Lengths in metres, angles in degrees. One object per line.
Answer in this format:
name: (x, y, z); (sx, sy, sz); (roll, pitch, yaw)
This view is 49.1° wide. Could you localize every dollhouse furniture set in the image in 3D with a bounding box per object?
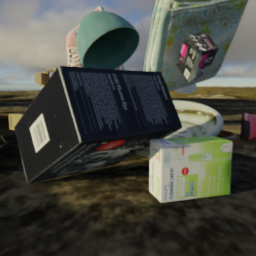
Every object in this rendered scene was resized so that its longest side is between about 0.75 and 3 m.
dollhouse furniture set: (-2.866, -0.995, 9.912); (2.519, 2.227, 1.400); (6, 9, 33)

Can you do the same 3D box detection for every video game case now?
video game case: (-1.313, -3.035, 11.065); (1.982, 2.772, 0.242); (-26, -14, 34)

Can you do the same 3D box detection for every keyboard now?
keyboard: (-2.824, 0.569, 5.790); (1.444, 0.550, 2.775); (-22, 3, 15)

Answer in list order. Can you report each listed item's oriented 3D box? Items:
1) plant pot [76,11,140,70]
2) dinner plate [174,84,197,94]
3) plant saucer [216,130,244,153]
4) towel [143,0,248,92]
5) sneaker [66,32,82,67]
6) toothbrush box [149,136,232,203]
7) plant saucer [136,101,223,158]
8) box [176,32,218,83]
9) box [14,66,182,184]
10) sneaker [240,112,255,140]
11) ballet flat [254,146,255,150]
plant pot: (-0.756, -2.629, 8.107); (1.831, 1.233, 1.831); (-28, -18, -10)
dinner plate: (2.671, -2.100, 13.517); (1.299, 0.158, 1.299); (2, 45, -2)
plant saucer: (1.941, 0.287, 7.495); (2.178, 0.375, 2.178); (0, 9, 0)
towel: (1.681, -2.172, 7.358); (2.471, 2.887, 0.695); (-15, 54, -19)
sneaker: (-1.732, -2.197, 9.473); (0.718, 1.908, 0.997); (-1, 32, 7)
toothbrush box: (0.872, 0.554, 3.959); (1.076, 0.783, 0.463); (-1, 8, -15)
plant saucer: (0.800, 0.091, 6.430); (2.619, 0.657, 2.619); (-6, 23, 3)
box: (1.623, -1.665, 6.651); (0.556, 0.641, 0.970); (-17, -29, -15)
box: (-0.531, -0.001, 4.369); (1.774, 1.014, 1.948); (-8, -17, -40)
sneaker: (4.007, -0.085, 8.598); (0.933, 0.792, 2.150); (6, 9, 28)
ballet flat: (3.555, 0.462, 6.563); (1.095, 0.254, 0.369); (4, 9, 25)
